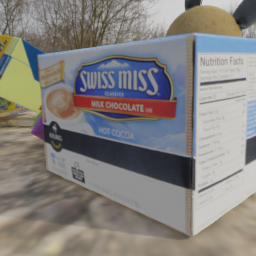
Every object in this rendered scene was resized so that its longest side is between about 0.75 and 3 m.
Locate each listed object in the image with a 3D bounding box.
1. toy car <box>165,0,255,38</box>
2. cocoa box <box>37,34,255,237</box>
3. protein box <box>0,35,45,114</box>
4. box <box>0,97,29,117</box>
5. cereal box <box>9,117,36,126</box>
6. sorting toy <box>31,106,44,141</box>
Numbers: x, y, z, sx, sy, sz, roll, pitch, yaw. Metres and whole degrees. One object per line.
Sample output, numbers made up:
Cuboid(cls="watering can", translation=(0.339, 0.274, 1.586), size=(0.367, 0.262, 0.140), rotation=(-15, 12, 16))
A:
Cuboid(cls="toy car", translation=(1.213, -1.183, 4.530), size=(2.058, 2.506, 1.977), rotation=(30, 24, 26))
Cuboid(cls="cocoa box", translation=(0.202, -0.155, 3.040), size=(1.460, 1.437, 2.190), rotation=(-13, 16, -42))
Cuboid(cls="protein box", translation=(-2.662, -1.341, 7.648), size=(2.088, 1.419, 2.104), rotation=(28, -1, -43))
Cuboid(cls="box", translation=(-4.053, -0.871, 9.357), size=(0.875, 0.803, 2.499), rotation=(-19, 5, 18))
Cuboid(cls="cereal box", translation=(-2.758, -0.175, 7.771), size=(0.850, 0.168, 0.612), rotation=(3, 10, 11))
Cuboid(cls="sorting toy", translation=(-1.126, -0.232, 5.123), size=(0.886, 0.892, 2.574), rotation=(34, 9, -20))
